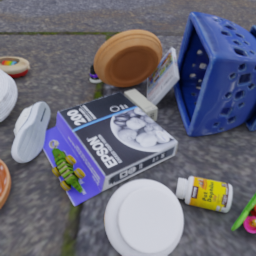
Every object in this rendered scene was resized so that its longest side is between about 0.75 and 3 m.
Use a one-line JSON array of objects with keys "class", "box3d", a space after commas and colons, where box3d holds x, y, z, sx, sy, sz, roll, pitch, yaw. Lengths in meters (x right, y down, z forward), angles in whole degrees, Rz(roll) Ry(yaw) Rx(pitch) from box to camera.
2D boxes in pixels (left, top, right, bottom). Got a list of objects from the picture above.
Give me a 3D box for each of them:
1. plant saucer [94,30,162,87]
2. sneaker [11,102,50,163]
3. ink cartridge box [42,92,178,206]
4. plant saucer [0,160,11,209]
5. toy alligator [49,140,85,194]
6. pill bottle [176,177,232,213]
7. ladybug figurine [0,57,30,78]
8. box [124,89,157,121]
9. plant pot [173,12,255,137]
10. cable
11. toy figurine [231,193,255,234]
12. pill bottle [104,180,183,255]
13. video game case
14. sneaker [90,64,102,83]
[{"class": "plant saucer", "box3d": [0.058, -2.129, 9.268, 2.363, 2.363, 0.442, -12, 58, -14]}, {"class": "sneaker", "box3d": [-2.779, 0.161, 7.778, 0.767, 0.791, 2.167, -20, 35, 21]}, {"class": "ink cartridge box", "box3d": [-0.722, 0.289, 7.595, 2.945, 0.639, 2.918, -24, 45, -23]}, {"class": "plant saucer", "box3d": [-3.901, 1.520, 6.303, 2.417, 0.390, 2.417, 0, 41, 0]}, {"class": "toy alligator", "box3d": [-1.579, 0.864, 6.676, 0.560, 0.406, 1.691, -42, 60, -1]}, {"class": "pill bottle", "box3d": [1.656, 1.443, 6.195, 1.146, 0.626, 0.626, 10, 41, 12]}, {"class": "ladybug figurine", "box3d": [-4.493, -2.292, 10.737, 1.574, 0.566, 1.068, 10, 41, 11]}, {"class": "box", "box3d": [0.376, -0.683, 8.846, 0.441, 0.530, 1.289, -21, 45, -23]}, {"class": "plant pot", "box3d": [2.886, -1.515, 8.170, 2.408, 2.679, 2.678, 2, 44, -6]}, {"class": "cable", "box3d": [-4.459, -0.953, 8.598, 2.064, 0.714, 2.063, 21, 63, 21]}, {"class": "toy figurine", "box3d": [3.045, 1.895, 5.554, 1.349, 1.100, 1.466, 37, 73, 24]}, {"class": "pill bottle", "box3d": [0.194, 1.536, 4.713, 1.198, 2.192, 1.198, 2, 72, -5]}, {"class": "video game case", "box3d": [1.120, -1.677, 9.421, 0.185, 1.471, 2.055, 28, 36, -18]}, {"class": "sneaker", "box3d": [-0.847, -2.422, 10.665, 0.591, 0.845, 1.700, 20, 45, 25]}]
